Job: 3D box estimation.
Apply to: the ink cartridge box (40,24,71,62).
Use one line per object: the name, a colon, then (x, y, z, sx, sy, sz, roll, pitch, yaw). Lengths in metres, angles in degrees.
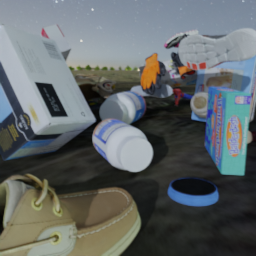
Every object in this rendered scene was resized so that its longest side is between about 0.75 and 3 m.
ink cartridge box: (-2.012, -2.116, 7.541, 0.447, 0.778, 1.071, -30, -2, -29)

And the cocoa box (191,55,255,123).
cocoa box: (3.712, -1.670, 10.417, 1.952, 2.927, 1.921, 13, 17, 29)

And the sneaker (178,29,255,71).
sneaker: (2.214, -1.853, 6.694, 0.906, 0.852, 2.211, -18, 20, -36)

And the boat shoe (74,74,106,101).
boat shoe: (-1.879, -1.658, 11.494, 0.960, 1.061, 2.976, 37, 25, 14)

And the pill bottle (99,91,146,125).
pill bottle: (-0.199, -0.667, 10.117, 1.202, 1.202, 2.142, 4, 13, 20)

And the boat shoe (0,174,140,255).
boat shoe: (-1.071, 0.976, 2.691, 2.879, 0.956, 1.065, -9, 15, -37)

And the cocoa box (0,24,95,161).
cocoa box: (-2.054, -0.680, 5.919, 1.467, 2.235, 1.491, -34, -13, 26)

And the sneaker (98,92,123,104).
sneaker: (-0.351, -0.992, 12.923, 1.099, 1.025, 2.910, 37, 17, 16)

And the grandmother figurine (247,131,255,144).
grandmother figurine: (3.764, 0.239, 7.504, 1.857, 0.562, 1.126, 0, -15, 14)

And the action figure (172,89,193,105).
action figure: (3.184, -1.579, 16.186, 2.151, 1.065, 0.702, 19, -1, -28)

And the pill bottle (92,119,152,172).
pill bottle: (-0.127, 0.359, 5.874, 0.899, 0.899, 1.605, -5, 13, -22)

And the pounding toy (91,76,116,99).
pounding toy: (-0.861, -1.684, 11.368, 0.707, 0.710, 1.237, 28, 37, 15)

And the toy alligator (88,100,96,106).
toy alligator: (-2.145, -0.830, 12.608, 2.109, 0.625, 0.572, -7, 54, -31)

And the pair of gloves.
pair of gloves: (1.388, -2.254, 9.860, 2.353, 2.097, 0.291, -24, -46, 34)

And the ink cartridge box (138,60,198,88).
ink cartridge box: (1.681, -2.190, 11.636, 2.370, 0.804, 1.365, -9, -9, 4)

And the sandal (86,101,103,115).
sandal: (-1.889, -0.751, 10.819, 2.388, 0.511, 0.908, -8, -7, 18)

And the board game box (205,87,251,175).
board game box: (2.123, -0.064, 6.230, 0.470, 1.589, 2.089, 2, 11, 6)

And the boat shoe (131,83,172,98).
boat shoe: (0.939, -1.449, 11.281, 1.660, 0.580, 0.550, -5, 3, 8)

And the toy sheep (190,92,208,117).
toy sheep: (2.544, -0.791, 9.353, 0.930, 0.930, 1.349, 6, -4, 27)

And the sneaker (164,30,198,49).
sneaker: (2.112, -3.202, 10.650, 1.594, 0.697, 0.588, -22, -2, -23)

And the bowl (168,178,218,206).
bowl: (1.046, 1.012, 4.534, 0.795, 0.156, 0.795, 0, 11, 0)
